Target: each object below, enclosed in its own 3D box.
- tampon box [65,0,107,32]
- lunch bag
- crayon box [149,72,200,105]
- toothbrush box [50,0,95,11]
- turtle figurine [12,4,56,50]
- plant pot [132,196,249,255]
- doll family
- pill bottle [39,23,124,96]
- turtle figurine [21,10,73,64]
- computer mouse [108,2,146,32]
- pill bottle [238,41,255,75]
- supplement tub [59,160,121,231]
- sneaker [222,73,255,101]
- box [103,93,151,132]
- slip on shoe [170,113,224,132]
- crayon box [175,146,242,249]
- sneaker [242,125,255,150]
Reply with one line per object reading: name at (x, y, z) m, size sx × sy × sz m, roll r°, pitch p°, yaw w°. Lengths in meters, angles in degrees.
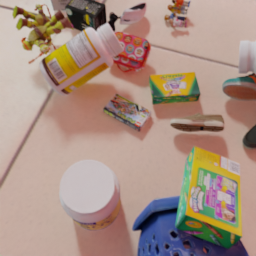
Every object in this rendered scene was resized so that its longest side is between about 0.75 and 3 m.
tampon box at (-1.847, -4.963, 12.440) m, size 1.511 × 1.133 × 0.954 m, roll 24°, pitch 65°, yaw 12°
lunch bag at (-0.021, -3.047, 11.569) m, size 1.687 × 0.691 × 1.486 m, roll 20°, pitch 94°, yaw 13°
crayon box at (1.788, -1.552, 10.968) m, size 1.823 × 0.531 × 1.083 m, roll -5°, pitch 62°, yaw -2°
toothbrush box at (-2.674, -7.104, 13.509) m, size 2.057 × 1.198 × 2.809 m, roll -5°, pitch 63°, yaw -3°
turtle figurine at (-3.645, -4.251, 11.567) m, size 1.928 × 0.770 × 2.390 m, roll -7°, pitch 82°, yaw -49°
plant pot at (1.414, 3.041, 7.532) m, size 2.296 × 2.296 × 2.064 m, roll -3°, pitch 56°, yaw -18°
doll family at (2.206, -5.204, 12.926) m, size 1.009 × 0.732 × 1.625 m, roll 11°, pitch 81°, yaw -2°
pill bottle at (-1.689, -2.587, 10.462) m, size 2.948 × 1.610 × 1.610 m, roll -31°, pitch 65°, yaw 8°
turtle figurine at (-3.167, -3.482, 10.316) m, size 2.079 × 0.830 × 2.578 m, roll -37°, pitch 39°, yaw -4°
computer mouse at (0.045, -4.910, 12.449) m, size 2.361 × 1.294 × 0.518 m, roll -34°, pitch 82°, yaw -24°
pill bottle at (5.263, -2.534, 9.894) m, size 2.500 × 1.447 × 1.447 m, roll 3°, pitch 61°, yaw 22°
supplement tub at (-1.048, 1.998, 8.168) m, size 1.677 × 2.306 × 1.677 m, roll 0°, pitch 63°, yaw 0°
sneaker at (4.930, -1.724, 10.918) m, size 2.729 × 0.974 × 1.090 m, roll 4°, pitch 61°, yaw -7°
box at (-0.029, -0.604, 10.638) m, size 1.621 × 0.281 × 0.892 m, roll 28°, pitch 65°, yaw 15°
slip on shoe at (2.466, -0.239, 10.030) m, size 1.892 × 0.719 × 0.573 m, roll 2°, pitch 66°, yaw 10°
crayon box at (2.060, 1.634, 7.050) m, size 1.345 × 0.660 × 2.265 m, roll 21°, pitch 43°, yaw 2°
sneaker at (4.953, -0.259, 9.642) m, size 2.395 × 1.272 × 0.896 m, roll -34°, pitch 49°, yaw 4°
